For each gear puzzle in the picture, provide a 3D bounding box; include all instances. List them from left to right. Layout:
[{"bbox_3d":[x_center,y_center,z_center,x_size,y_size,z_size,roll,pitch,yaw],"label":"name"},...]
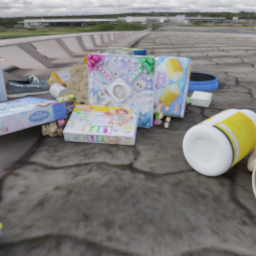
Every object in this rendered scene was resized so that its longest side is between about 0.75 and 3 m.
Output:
[{"bbox_3d":[-1.821,-2.016,11.436,1.295,2.500,0.327,7,-20,14],"label":"gear puzzle"}]

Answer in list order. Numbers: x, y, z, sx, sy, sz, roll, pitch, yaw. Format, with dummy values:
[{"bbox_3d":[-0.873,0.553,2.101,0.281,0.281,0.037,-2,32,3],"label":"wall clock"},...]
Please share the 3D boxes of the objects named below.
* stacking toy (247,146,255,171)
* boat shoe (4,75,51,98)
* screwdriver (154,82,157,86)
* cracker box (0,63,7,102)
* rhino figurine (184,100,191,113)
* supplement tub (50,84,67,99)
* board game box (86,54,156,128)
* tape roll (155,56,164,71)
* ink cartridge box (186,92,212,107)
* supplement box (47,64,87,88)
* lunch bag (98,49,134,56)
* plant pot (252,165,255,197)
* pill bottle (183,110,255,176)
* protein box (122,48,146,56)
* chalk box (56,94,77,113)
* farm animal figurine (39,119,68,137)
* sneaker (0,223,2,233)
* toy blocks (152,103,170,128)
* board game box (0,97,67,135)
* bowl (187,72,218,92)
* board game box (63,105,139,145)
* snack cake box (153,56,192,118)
[{"bbox_3d":[3.394,0.848,6.481,1.034,0.756,0.756,25,29,12],"label":"stacking toy"},{"bbox_3d":[-4.314,-1.945,12.615,2.465,0.762,0.898,-17,28,-34],"label":"boat shoe"},{"bbox_3d":[0.332,-0.900,9.500,0.263,1.886,0.274,45,0,3],"label":"screwdriver"},{"bbox_3d":[-6.287,-1.721,10.648,2.848,1.907,0.821,-19,30,-39],"label":"cracker box"},{"bbox_3d":[1.885,-0.951,10.639,0.752,0.514,1.720,-4,26,-17],"label":"rhino figurine"},{"bbox_3d":[-2.857,-1.469,11.736,0.589,0.589,0.893,-16,29,-32],"label":"supplement tub"},{"bbox_3d":[-0.295,-1.165,8.923,2.232,2.233,0.289,7,18,17],"label":"board game box"},{"bbox_3d":[1.834,-3.231,15.022,1.166,1.166,0.801,0,19,0],"label":"tape roll"},{"bbox_3d":[2.649,-1.215,11.502,1.424,0.341,1.036,11,26,19],"label":"ink cartridge box"},{"bbox_3d":[-2.574,-2.368,13.246,2.337,0.778,0.804,-25,78,-43],"label":"supplement box"},{"bbox_3d":[-0.512,-1.752,10.383,1.514,2.112,2.575,0,20,3],"label":"lunch bag"},{"bbox_3d":[3.299,1.050,5.313,1.180,1.289,1.289,2,20,-25],"label":"plant pot"},{"bbox_3d":[2.449,0.241,6.948,2.192,1.228,1.228,-22,31,-40],"label":"pill bottle"},{"bbox_3d":[-0.034,-2.547,12.681,1.220,1.809,1.795,10,25,22],"label":"protein box"},{"bbox_3d":[-2.333,-0.849,10.310,0.824,0.511,0.514,-21,29,-20],"label":"chalk box"},{"bbox_3d":[-2.203,0.056,8.353,0.918,0.484,0.928,-12,6,18],"label":"farm animal figurine"},{"bbox_3d":[-2.760,1.722,4.426,1.416,0.467,0.555,1,43,4],"label":"sneaker"},{"bbox_3d":[1.081,-0.432,9.210,0.764,0.714,0.643,13,11,20],"label":"toy blocks"},{"bbox_3d":[-3.722,-0.403,8.829,2.563,0.559,2.576,-21,22,-39],"label":"board game box"},{"bbox_3d":[3.262,-2.337,13.918,2.358,0.463,2.358,0,24,0],"label":"bowl"},{"bbox_3d":[-0.753,-0.127,8.444,2.036,0.348,1.369,3,41,7],"label":"board game box"},{"bbox_3d":[1.483,-1.428,9.813,1.145,1.991,0.669,9,-1,18],"label":"snack cake box"}]
